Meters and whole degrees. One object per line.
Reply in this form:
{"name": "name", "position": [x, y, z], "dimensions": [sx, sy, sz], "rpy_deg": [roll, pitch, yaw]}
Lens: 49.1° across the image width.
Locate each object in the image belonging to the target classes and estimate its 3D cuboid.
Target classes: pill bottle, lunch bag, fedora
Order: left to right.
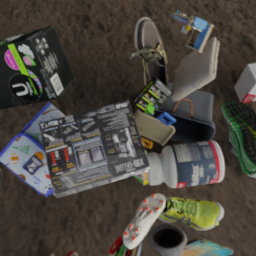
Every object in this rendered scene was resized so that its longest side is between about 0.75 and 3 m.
{"name": "lunch bag", "position": [-2.510, 0.683, 8.627], "dimensions": [1.925, 1.402, 2.264], "rpy_deg": [42, 63, -8]}
{"name": "fedora", "position": [1.058, 3.044, 7.357], "dimensions": [0.941, 1.064, 0.481], "rpy_deg": [-21, 109, -30]}
{"name": "pill bottle", "position": [2.029, 1.403, 10.455], "dimensions": [2.650, 1.584, 1.584], "rpy_deg": [-7, 67, -1]}

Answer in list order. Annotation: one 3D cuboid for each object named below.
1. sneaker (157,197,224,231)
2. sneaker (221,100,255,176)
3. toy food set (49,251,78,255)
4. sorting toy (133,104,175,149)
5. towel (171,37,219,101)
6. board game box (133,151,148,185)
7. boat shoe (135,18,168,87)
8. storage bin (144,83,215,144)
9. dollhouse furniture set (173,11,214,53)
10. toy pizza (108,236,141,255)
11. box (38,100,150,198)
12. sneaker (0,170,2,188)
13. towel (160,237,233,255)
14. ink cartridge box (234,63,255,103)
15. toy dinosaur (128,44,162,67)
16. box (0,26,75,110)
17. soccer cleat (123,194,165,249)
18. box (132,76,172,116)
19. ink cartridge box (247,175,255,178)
{"name": "sneaker", "position": [1.663, 2.533, 8.435], "dimensions": [2.348, 0.897, 0.885], "rpy_deg": [-12, 54, 37]}
{"name": "sneaker", "position": [3.543, 0.235, 8.952], "dimensions": [1.070, 1.168, 2.743], "rpy_deg": [2, 55, -15]}
{"name": "toy food set", "position": [-2.525, 4.672, 9.193], "dimensions": [2.460, 1.174, 1.107], "rpy_deg": [-46, 72, 15]}
{"name": "sorting toy", "position": [0.746, -0.035, 9.008], "dimensions": [1.328, 2.358, 0.321], "rpy_deg": [28, 60, 1]}
{"name": "towel", "position": [2.484, -2.212, 10.308], "dimensions": [0.457, 1.755, 2.648], "rpy_deg": [40, 43, -20]}
{"name": "board game box", "position": [0.274, 1.137, 8.812], "dimensions": [0.245, 1.637, 0.782], "rpy_deg": [-35, 49, -24]}
{"name": "boat shoe", "position": [0.934, -2.577, 10.328], "dimensions": [1.016, 2.828, 0.842], "rpy_deg": [-18, 27, -14]}
{"name": "storage bin", "position": [2.141, -0.731, 11.298], "dimensions": [2.756, 2.005, 1.851], "rpy_deg": [15, 58, 6]}
{"name": "dollhouse furniture set", "position": [1.802, -3.128, 8.964], "dimensions": [1.396, 0.911, 1.318], "rpy_deg": [-2, 32, -46]}
{"name": "toy pizza", "position": [-0.392, 3.784, 7.719], "dimensions": [0.350, 2.209, 2.209], "rpy_deg": [36, 71, -5]}
{"name": "box", "position": [-0.869, 0.503, 7.202], "dimensions": [2.436, 0.606, 1.921], "rpy_deg": [-16, 70, -8]}
{"name": "sneaker", "position": [-5.647, 2.540, 10.274], "dimensions": [0.994, 1.045, 2.636], "rpy_deg": [24, 68, 12]}
{"name": "towel", "position": [2.012, 3.623, 8.096], "dimensions": [1.359, 1.853, 0.201], "rpy_deg": [-38, 40, 28]}
{"name": "ink cartridge box", "position": [5.965, -2.007, 11.839], "dimensions": [2.299, 1.675, 0.952], "rpy_deg": [-11, 65, -6]}
{"name": "toy dinosaur", "position": [0.640, -2.306, 8.886], "dimensions": [1.220, 0.624, 0.470], "rpy_deg": [15, 78, -37]}
{"name": "box", "position": [-3.472, -1.890, 9.104], "dimensions": [2.625, 1.950, 1.632], "rpy_deg": [-7, 31, 18]}
{"name": "soccer cleat", "position": [0.372, 2.194, 6.682], "dimensions": [0.517, 0.578, 1.491], "rpy_deg": [28, 55, 26]}
{"name": "box", "position": [0.859, -1.075, 9.675], "dimensions": [1.130, 1.170, 0.278], "rpy_deg": [-47, 54, 12]}
{"name": "ink cartridge box", "position": [5.894, 0.722, 11.067], "dimensions": [1.637, 0.957, 2.822], "rpy_deg": [18, 68, 7]}
